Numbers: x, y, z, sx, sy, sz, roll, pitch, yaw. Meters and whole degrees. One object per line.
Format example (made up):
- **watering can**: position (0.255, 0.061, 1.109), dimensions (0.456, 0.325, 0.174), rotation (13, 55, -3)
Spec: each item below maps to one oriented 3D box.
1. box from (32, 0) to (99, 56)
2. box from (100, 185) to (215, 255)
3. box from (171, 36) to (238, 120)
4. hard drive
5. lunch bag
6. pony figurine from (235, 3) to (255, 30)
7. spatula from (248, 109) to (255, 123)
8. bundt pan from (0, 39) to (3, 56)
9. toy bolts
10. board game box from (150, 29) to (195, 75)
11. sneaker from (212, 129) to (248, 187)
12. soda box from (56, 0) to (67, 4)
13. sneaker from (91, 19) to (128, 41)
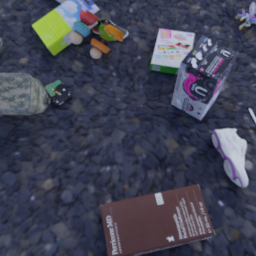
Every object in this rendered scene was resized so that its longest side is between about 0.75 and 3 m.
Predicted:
- **box**: position (-2.262, -3.928, 10.428), dimensions (2.317, 0.552, 1.413), rotation (-37, 66, -1)
- **box**: position (0.680, 2.386, 7.085), dimensions (2.592, 0.971, 1.298), rotation (-12, 62, -4)
- **box**: position (2.239, -1.425, 8.501), dimensions (1.184, 2.064, 1.364), rotation (31, 66, 17)
- **hard drive**: position (-2.356, -1.180, 9.455), dimensions (0.629, 0.170, 0.900), rotation (-33, 67, -17)
- **lunch bag**: position (-3.329, -0.904, 8.274), dimensions (1.661, 1.393, 1.157), rotation (1, 81, 6)
- **pony figurine**: position (4.665, -4.340, 10.974), dimensions (0.871, 0.725, 0.841), rotation (-23, 96, -15)
- **spatula**: position (4.392, -0.193, 8.965), dimensions (0.831, 0.096, 1.195), rotation (-11, 62, -5)
- **bundt pan**: position (-5.133, -2.862, 10.214), dimensions (1.196, 0.449, 1.196), rotation (0, 61, -1)
- **toy bolts**: position (-1.131, -3.050, 9.504), dimensions (1.131, 1.631, 1.558), rotation (-58, 33, 5)
- **board game box**: position (1.624, -2.763, 10.133), dimensions (1.361, 0.359, 1.778), rotation (11, 62, 8)
- **sneaker**: position (3.145, 0.777, 8.095), dimensions (0.918, 0.690, 1.843), rotation (-11, 62, -6)
- **soda box**: position (-2.803, -5.585, 11.686), dimensions (1.446, 0.460, 0.492), rotation (39, 68, 18)
- **sneaker**: position (-0.731, -3.787, 10.622), dimensions (1.481, 0.607, 0.571), rotation (15, 62, 8)
